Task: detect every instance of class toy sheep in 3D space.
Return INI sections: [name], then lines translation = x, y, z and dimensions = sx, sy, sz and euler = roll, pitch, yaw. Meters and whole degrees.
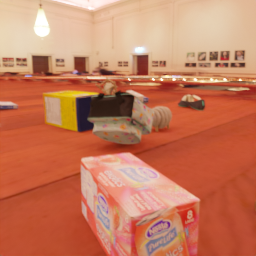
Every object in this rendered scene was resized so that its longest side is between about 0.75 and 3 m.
[toy sheep]
translation = 0.972, -0.306, 8.882
dimensions = 1.130, 0.779, 0.779
euler = -16, 20, -41

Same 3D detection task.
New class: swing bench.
[swing bench]
translation = -0.865, -1.676, 13.395
dimensions = 0.740, 1.141, 1.135
euler = -35, 31, -7

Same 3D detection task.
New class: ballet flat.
[ballet flat]
translation = 3.010, -1.251, 13.349
dimensions = 0.666, 0.666, 1.822
euler = -6, 14, -25

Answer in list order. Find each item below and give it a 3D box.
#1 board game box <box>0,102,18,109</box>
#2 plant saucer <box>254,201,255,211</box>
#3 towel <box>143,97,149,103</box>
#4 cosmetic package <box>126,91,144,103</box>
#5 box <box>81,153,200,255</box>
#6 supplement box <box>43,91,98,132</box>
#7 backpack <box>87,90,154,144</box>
[board game box]
translation = -5.792, -1.052, 13.135
dimensions = 0.905, 0.196, 0.901
euler = -3, 16, -42
[plant saucer]
translation = 2.289, 1.108, 3.889
dimensions = 0.965, 0.177, 0.965
euler = -2, 20, 1
[towel]
translation = -0.311, -1.576, 15.476
dimensions = 2.556, 0.304, 1.877
euler = -3, 13, -14
[cosmetic package]
translation = 0.296, -1.489, 14.103
dimensions = 0.396, 0.551, 0.976
euler = -14, 34, -38
[box]
translation = 0.021, 0.946, 3.352
dimensions = 0.785, 0.850, 1.657
euler = -6, 14, -24
[supplement box]
translation = -1.857, -0.628, 9.531
dimensions = 2.033, 1.106, 1.113
euler = 12, 18, 41
[backpack]
translation = -0.104, -0.192, 7.160
dimensions = 1.355, 1.182, 1.541
euler = -4, -12, 34
